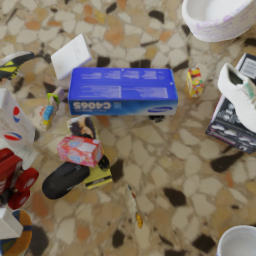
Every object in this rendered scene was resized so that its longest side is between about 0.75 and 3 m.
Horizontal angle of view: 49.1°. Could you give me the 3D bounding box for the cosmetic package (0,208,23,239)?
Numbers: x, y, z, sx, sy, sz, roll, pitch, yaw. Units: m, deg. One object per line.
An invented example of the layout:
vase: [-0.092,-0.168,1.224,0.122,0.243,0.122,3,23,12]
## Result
cosmetic package: [-3.081,2.211,6.329,1.084,0.817,0.280,-9,38,8]

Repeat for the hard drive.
hard drive: [-1.791,-2.213,8.792,1.353,0.178,0.892,-27,73,25]

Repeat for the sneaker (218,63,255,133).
sneaker: [2.937,-0.725,6.841,0.790,0.929,2.100,-34,63,-1]

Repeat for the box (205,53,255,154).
box: [3.437,-0.663,8.059,1.528,1.327,2.313,26,75,13]

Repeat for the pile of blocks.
pile of blocks: [-2.422,-0.623,8.465,0.445,0.587,1.431,15,72,12]

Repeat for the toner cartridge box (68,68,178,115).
toner cartridge box: [-0.155,-1.079,8.215,2.998,0.647,1.424,0,50,-3]

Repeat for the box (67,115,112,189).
box: [-1.121,0.655,8.119,0.773,0.515,2.054,-20,75,-5]

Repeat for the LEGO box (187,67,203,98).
LEGO box: [2.029,-1.362,8.539,0.321,0.831,0.619,-11,74,5]

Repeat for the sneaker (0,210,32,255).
sneaker: [-3.017,3.155,7.146,0.777,0.909,2.063,14,71,-31]

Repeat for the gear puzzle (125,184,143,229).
gear puzzle: [0.164,1.986,7.083,0.170,1.302,0.674,-5,115,-15]

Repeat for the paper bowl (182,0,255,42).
paper bowl: [3.035,-3.745,8.688,2.449,1.274,2.449,-20,52,28]

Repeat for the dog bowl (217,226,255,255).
dog bowl: [2.907,3.171,6.795,1.434,0.565,1.434,-4,47,5]

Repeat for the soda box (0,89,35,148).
soda box: [-3.022,-0.176,7.131,0.636,1.868,0.595,-3,58,3]

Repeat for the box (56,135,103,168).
box: [-1.267,0.603,7.393,1.071,0.511,0.534,9,39,21]

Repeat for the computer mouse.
computer mouse: [-1.603,0.951,7.547,1.941,0.447,1.363,-30,76,-6]

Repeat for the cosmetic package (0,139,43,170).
cosmetic package: [-3.138,0.743,8.037,1.187,0.422,0.625,28,72,9]

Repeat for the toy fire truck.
toy fire truck: [-3.311,1.567,6.975,1.113,1.985,1.667,37,33,8]

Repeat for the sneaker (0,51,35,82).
sneaker: [-3.656,-1.902,8.813,1.648,0.614,0.698,-23,106,0]

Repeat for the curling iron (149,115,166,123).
curling iron: [0.197,-0.558,8.563,1.964,0.251,0.487,14,47,3]
